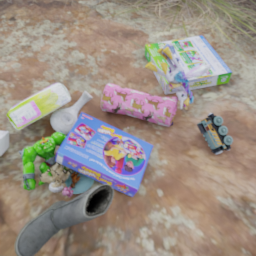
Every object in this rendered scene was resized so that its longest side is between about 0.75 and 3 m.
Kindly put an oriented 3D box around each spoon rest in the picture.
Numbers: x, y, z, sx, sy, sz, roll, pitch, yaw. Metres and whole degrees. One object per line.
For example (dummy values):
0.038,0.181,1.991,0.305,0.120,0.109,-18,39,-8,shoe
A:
-2.097,-0.545,10.471,0.980,0.598,1.972,43,56,-10,spoon rest

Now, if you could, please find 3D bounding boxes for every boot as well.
-1.568,2.314,6.914,2.247,0.815,2.043,-20,22,42,boot

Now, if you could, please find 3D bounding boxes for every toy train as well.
2.927,0.210,9.473,0.795,0.594,1.395,-27,89,-7,toy train

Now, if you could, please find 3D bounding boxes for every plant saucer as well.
-1.495,1.690,8.753,0.965,0.173,0.965,-9,43,8,plant saucer

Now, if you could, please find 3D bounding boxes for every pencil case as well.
0.381,-0.872,10.388,2.826,1.223,1.170,13,66,10,pencil case

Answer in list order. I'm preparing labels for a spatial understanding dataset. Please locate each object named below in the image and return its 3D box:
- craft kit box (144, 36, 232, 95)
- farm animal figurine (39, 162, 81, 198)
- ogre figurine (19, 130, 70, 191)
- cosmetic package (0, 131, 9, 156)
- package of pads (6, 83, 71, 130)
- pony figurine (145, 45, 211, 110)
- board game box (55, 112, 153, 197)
2.544,-2.890,12.485,2.930,0.720,2.967,-9,50,-11,craft kit box
-2.047,1.616,8.272,1.059,0.659,1.311,39,14,-2,farm animal figurine
-2.490,0.938,8.868,2.131,1.046,1.278,-31,88,-8,ogre figurine
-4.512,0.687,8.432,1.064,0.653,2.579,7,15,-8,cosmetic package
-3.134,-0.833,9.893,2.152,0.734,1.663,-32,18,-10,package of pads
1.757,-1.893,9.952,2.089,1.740,2.017,49,50,-18,pony figurine
-0.694,0.796,8.830,2.612,0.585,1.756,26,50,-1,board game box
